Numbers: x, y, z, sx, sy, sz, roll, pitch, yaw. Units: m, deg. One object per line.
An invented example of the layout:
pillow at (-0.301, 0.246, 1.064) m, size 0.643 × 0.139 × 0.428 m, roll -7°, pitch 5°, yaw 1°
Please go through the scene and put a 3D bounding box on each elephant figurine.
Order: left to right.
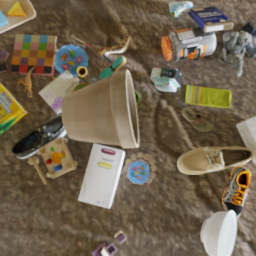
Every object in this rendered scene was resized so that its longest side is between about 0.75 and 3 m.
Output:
elephant figurine at (4.229, -2.973, 11.314) m, size 1.187 × 1.302 × 1.678 m, roll 13°, pitch 109°, yaw 36°

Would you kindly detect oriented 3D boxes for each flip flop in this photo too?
flip flop at (2.712, -0.351, 11.043) m, size 0.561 × 0.399 × 1.385 m, roll -41°, pitch 75°, yaw -19°

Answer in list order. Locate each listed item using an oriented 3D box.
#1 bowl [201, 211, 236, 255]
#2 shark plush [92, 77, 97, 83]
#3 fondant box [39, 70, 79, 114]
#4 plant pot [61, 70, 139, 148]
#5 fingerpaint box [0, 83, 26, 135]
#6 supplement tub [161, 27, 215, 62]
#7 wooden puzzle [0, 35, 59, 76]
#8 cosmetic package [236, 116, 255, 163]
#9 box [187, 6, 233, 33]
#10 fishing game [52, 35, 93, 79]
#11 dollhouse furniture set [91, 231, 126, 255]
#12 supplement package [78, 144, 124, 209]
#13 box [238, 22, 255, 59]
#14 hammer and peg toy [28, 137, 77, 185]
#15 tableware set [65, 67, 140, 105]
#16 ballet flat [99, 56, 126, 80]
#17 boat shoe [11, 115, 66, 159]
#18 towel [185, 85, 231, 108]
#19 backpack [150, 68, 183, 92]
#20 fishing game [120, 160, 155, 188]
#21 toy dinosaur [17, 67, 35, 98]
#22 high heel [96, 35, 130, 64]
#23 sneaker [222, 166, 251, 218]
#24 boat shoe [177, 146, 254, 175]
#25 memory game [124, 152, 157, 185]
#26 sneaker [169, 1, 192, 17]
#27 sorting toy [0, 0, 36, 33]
bowl at (3.119, 3.742, 9.872) m, size 0.826 × 1.837 × 1.837 m, roll 6°, pitch 77°, yaw 38°
shark plush at (-1.078, -1.641, 11.202) m, size 0.578 × 1.273 × 0.530 m, roll 10°, pitch 122°, yaw -27°
fondant box at (-2.633, -1.427, 11.199) m, size 1.465 × 0.427 × 1.057 m, roll -41°, pitch 94°, yaw -6°
plant pot at (-0.941, -0.494, 9.734) m, size 2.331 × 2.687 × 2.687 m, roll -8°, pitch 79°, yaw 6°
fingerpaint box at (-5.357, -0.851, 11.034) m, size 1.659 × 0.729 × 1.988 m, roll -41°, pitch 82°, yaw -7°
supplement tub at (2.393, -3.367, 11.280) m, size 1.935 × 1.186 × 1.186 m, roll -12°, pitch 80°, yaw -2°
wooden puzzle at (-3.952, -3.051, 11.710) m, size 2.898 × 0.204 × 1.719 m, roll 3°, pitch 79°, yaw 2°
cosmetic package at (4.912, 0.445, 10.710) m, size 0.702 × 0.890 × 1.654 m, roll -22°, pitch 82°, yaw -6°
box at (3.176, -4.382, 11.089) m, size 1.131 × 0.303 × 1.867 m, roll -11°, pitch 45°, yaw -9°
fishing game at (-2.350, -2.769, 11.488) m, size 1.414 × 0.307 × 1.975 m, roll 27°, pitch 86°, yaw -5°
dollhouse furniture set at (-0.282, 4.779, 9.699) m, size 1.408 × 1.262 × 1.777 m, roll -37°, pitch 81°, yaw -6°
supplement package at (-0.903, 1.717, 10.119) m, size 1.109 × 1.558 × 2.000 m, roll 13°, pitch 80°, yaw 3°
box at (5.143, -3.696, 11.803) m, size 0.995 × 0.270 × 1.243 m, roll -41°, pitch 82°, yaw -7°
hammer and peg toy at (-2.828, 1.251, 10.553) m, size 1.827 × 0.644 × 1.343 m, roll -27°, pitch 86°, yaw 29°
tableware set at (-0.959, -1.379, 11.043) m, size 2.696 × 0.414 × 1.816 m, roll 35°, pitch 80°, yaw -6°
ballet flat at (-0.597, -2.383, 11.445) m, size 1.324 × 0.417 × 0.454 m, roll -38°, pitch 72°, yaw 20°
boat shoe at (-3.342, 0.340, 10.809) m, size 2.507 × 0.710 × 0.860 m, roll -37°, pitch 82°, yaw -7°
towel at (3.254, -1.274, 11.403) m, size 1.833 × 0.166 × 0.789 m, roll 6°, pitch 80°, yaw 1°
backpack at (1.453, -1.916, 11.043) m, size 1.160 × 1.030 × 0.873 m, roll 18°, pitch 85°, yaw 30°
fishing game at (0.408, 1.716, 10.754) m, size 1.214 × 0.189 × 0.869 m, roll 32°, pitch 83°, yaw 4°
toy dinosaur at (-4.129, -1.882, 11.436) m, size 0.688 × 0.391 × 1.295 m, roll 2°, pitch 96°, yaw -11°
high heel at (-0.625, -3.460, 11.618) m, size 1.028 × 0.515 × 1.442 m, roll 34°, pitch 90°, yaw 1°
sneaker at (4.069, 2.379, 10.411) m, size 0.781 × 0.771 × 1.996 m, roll 13°, pitch 81°, yaw 1°
boat shoe at (3.271, 1.161, 10.560) m, size 2.791 × 0.907 × 1.007 m, roll -7°, pitch 79°, yaw -1°
memory game at (0.476, 1.579, 10.906) m, size 1.284 × 0.082 × 1.284 m, roll 0°, pitch 79°, yaw 0°
sneaker at (2.242, -5.048, 12.008) m, size 0.988 × 0.393 × 0.645 m, roll 1°, pitch 77°, yaw 10°
sorting toy at (-5.591, -5.577, 12.073) m, size 2.170 × 0.432 × 2.936 m, roll -30°, pitch 81°, yaw -5°
